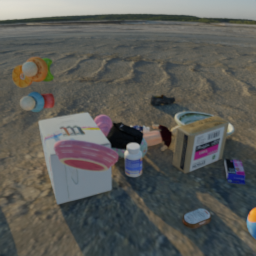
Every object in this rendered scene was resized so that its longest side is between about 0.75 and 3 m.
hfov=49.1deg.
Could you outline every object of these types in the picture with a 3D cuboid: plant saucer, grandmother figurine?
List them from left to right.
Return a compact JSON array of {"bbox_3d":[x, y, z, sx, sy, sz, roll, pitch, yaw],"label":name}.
[{"bbox_3d":[-1.154,0.810,7.560,1.752,1.752,0.444,5,68,9],"label":"plant saucer"},{"bbox_3d":[1.537,0.415,13.205,2.280,1.383,0.691,-14,-13,-6],"label":"grandmother figurine"},{"bbox_3d":[3.749,0.006,14.093,2.925,0.734,2.925,7,23,-3],"label":"plant saucer"}]

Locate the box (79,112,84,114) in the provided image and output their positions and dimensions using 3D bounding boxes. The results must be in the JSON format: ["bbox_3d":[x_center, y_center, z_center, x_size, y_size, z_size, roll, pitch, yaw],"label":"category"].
[{"bbox_3d":[-2.968,-0.308,15.142,1.718,0.552,0.602,-21,34,-36],"label":"box"}]

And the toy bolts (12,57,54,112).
[{"bbox_3d":[-3.793,-1.565,10.539,1.917,2.006,1.392,-4,9,17],"label":"toy bolts"}]

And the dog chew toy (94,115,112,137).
[{"bbox_3d":[-1.255,0.023,14.159,0.957,0.957,1.537,-4,36,-8],"label":"dog chew toy"}]

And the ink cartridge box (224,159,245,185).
[{"bbox_3d":[4.346,1.766,11.429,0.668,0.262,1.411,5,30,10],"label":"ink cartridge box"}]

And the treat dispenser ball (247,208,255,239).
[{"bbox_3d":[4.122,2.883,8.322,1.088,1.088,1.088,0,27,0],"label":"treat dispenser ball"}]

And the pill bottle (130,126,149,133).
[{"bbox_3d":[0.589,0.161,14.233,0.973,0.540,0.540,1,27,2],"label":"pill bottle"}]

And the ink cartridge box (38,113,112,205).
[{"bbox_3d":[-2.065,1.029,10.753,2.113,2.123,2.921,-10,29,-20],"label":"ink cartridge box"}]

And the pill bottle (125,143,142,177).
[{"bbox_3d":[0.214,1.278,11.237,0.703,1.255,0.703,0,27,0],"label":"pill bottle"}]

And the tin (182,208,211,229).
[{"bbox_3d":[2.246,2.943,9.154,1.015,0.212,0.568,-12,33,-23],"label":"tin"}]

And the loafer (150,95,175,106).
[{"bbox_3d":[2.276,-1.852,18.104,1.719,0.621,0.626,-10,27,-20],"label":"loafer"}]

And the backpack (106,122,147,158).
[{"bbox_3d":[-0.059,0.661,12.364,1.847,1.169,1.542,9,60,30],"label":"backpack"}]

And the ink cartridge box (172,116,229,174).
[{"bbox_3d":[3.045,0.671,11.768,2.261,1.862,0.849,-16,31,-28],"label":"ink cartridge box"}]
